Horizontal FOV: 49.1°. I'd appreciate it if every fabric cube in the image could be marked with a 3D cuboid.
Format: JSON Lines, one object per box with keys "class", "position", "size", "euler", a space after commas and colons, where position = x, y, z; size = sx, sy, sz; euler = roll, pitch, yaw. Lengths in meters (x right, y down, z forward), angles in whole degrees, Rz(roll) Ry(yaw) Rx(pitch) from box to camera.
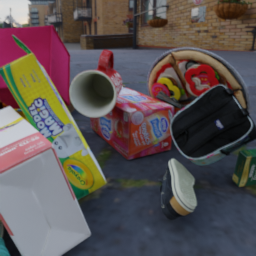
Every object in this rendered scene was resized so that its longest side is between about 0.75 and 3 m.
{"class": "fabric cube", "position": [-2.798, -1.664, 8.125], "size": [1.820, 1.791, 1.826], "euler": [-4, -14, 3]}

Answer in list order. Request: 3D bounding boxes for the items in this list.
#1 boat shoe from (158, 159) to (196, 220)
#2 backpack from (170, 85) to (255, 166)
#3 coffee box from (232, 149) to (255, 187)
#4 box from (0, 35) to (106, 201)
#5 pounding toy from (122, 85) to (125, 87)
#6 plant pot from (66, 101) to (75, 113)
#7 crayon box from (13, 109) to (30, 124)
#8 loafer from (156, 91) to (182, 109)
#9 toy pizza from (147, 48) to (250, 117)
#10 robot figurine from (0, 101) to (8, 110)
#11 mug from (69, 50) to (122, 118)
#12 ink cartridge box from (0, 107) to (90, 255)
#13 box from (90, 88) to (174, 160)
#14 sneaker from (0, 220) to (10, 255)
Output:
{"class": "boat shoe", "position": [0.850, 1.047, 5.030], "size": [0.636, 0.530, 1.703], "euler": [42, 18, -5]}
{"class": "backpack", "position": [1.606, 0.034, 5.501], "size": [1.420, 1.069, 1.261], "euler": [-33, 58, 14]}
{"class": "coffee box", "position": [2.817, 0.784, 5.777], "size": [1.247, 0.766, 0.274], "euler": [-4, 28, -14]}
{"class": "box", "position": [-1.380, -0.190, 5.098], "size": [0.669, 2.765, 1.623], "euler": [-28, 8, -8]}
{"class": "pounding toy", "position": [-0.856, -2.585, 15.441], "size": [1.394, 0.726, 1.587], "euler": [-2, 20, -5]}
{"class": "plant pot", "position": [-2.520, -0.958, 10.859], "size": [1.483, 0.685, 1.483], "euler": [-1, 20, 0]}
{"class": "crayon box", "position": [-2.706, -0.191, 8.680], "size": [1.652, 0.661, 2.602], "euler": [-5, 20, -14]}
{"class": "loafer", "position": [1.072, -0.743, 7.219], "size": [0.767, 0.241, 0.276], "euler": [29, 0, 29]}
{"class": "toy pizza", "position": [1.681, -0.731, 7.369], "size": [2.834, 2.834, 0.449], "euler": [13, 46, 33]}
{"class": "robot figurine", "position": [-5.352, -0.718, 10.059], "size": [2.621, 0.763, 1.900], "euler": [2, 19, 8]}
{"class": "mug", "position": [-0.531, -1.030, 6.554], "size": [1.020, 1.356, 1.528], "euler": [44, 18, -7]}
{"class": "ink cartridge box", "position": [-1.818, 0.673, 4.533], "size": [0.939, 1.621, 2.783], "euler": [-29, 31, -25]}
{"class": "box", "position": [-0.033, -0.261, 7.937], "size": [1.326, 1.270, 2.660], "euler": [-10, 22, -26]}
{"class": "sneaker", "position": [-2.022, 1.459, 3.592], "size": [0.896, 0.921, 2.312], "euler": [-12, 23, -31]}
